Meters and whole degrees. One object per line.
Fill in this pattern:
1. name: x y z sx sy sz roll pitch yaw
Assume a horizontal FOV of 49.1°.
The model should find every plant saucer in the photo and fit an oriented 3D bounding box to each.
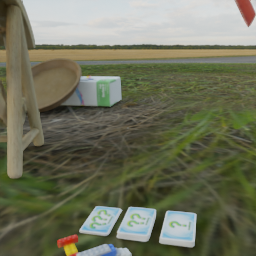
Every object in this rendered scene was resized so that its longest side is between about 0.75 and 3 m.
1. plant saucer: -2.699 -1.386 9.215 2.549 0.375 2.549 -10 47 11
2. plant saucer: 1.852 -2.260 4.704 0.194 1.056 1.054 -26 13 28

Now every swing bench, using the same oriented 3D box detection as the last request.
1. swing bench: -3.083 -0.768 4.526 2.858 2.873 1.864 -1 15 -5

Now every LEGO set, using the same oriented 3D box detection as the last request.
1. LEGO set: -0.057 1.093 2.551 1.247 0.410 1.669 1 16 17

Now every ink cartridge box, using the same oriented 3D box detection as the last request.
1. ink cartridge box: -1.440 -1.349 10.182 2.095 0.917 1.522 1 16 13
